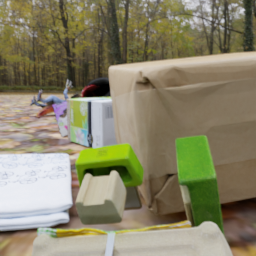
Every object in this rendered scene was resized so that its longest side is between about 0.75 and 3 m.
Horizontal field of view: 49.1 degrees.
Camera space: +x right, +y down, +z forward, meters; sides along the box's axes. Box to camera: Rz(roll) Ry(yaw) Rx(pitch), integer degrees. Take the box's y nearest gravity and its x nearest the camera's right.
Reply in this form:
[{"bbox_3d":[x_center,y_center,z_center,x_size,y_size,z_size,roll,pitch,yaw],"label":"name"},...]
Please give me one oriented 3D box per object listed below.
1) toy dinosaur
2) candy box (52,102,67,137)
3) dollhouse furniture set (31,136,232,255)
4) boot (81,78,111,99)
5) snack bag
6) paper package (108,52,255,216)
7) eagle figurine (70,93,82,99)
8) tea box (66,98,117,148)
[{"bbox_3d":[-3.379,-0.947,13.694,2.575,2.837,1.490,21,-43,-35],"label":"toy dinosaur"},{"bbox_3d":[-1.533,-0.277,7.551,0.749,0.893,0.319,-15,7,0],"label":"candy box"},{"bbox_3d":[0.079,0.902,1.731,1.110,0.850,1.694,-9,31,12],"label":"dollhouse furniture set"},{"bbox_3d":[-1.201,-0.816,8.844,2.895,1.048,2.088,-22,-6,32],"label":"boot"},{"bbox_3d":[-1.946,0.711,3.527,2.425,0.260,2.286,-2,9,-11],"label":"snack bag"},{"bbox_3d":[1.178,-0.268,3.970,2.713,1.472,2.846,-8,13,-9],"label":"paper package"},{"bbox_3d":[-1.972,-1.511,15.379,2.033,1.534,1.543,-38,3,-43],"label":"eagle figurine"},{"bbox_3d":[-0.420,-0.181,6.736,1.602,1.070,1.576,-7,10,-40],"label":"tea box"}]
